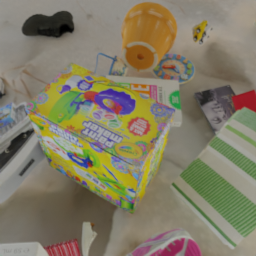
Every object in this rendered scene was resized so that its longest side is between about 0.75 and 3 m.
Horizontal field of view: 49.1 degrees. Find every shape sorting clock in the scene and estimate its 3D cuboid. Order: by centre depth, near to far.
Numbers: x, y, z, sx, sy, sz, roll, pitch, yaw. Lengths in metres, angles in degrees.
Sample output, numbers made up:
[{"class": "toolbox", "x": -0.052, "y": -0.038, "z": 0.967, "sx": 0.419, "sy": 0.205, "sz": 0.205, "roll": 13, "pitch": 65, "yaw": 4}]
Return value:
[{"class": "shape sorting clock", "x": 1.519, "y": -2.021, "z": 9.422, "sx": 1.475, "sy": 0.289, "sz": 1.475, "roll": 0, "pitch": 58, "yaw": 0}]

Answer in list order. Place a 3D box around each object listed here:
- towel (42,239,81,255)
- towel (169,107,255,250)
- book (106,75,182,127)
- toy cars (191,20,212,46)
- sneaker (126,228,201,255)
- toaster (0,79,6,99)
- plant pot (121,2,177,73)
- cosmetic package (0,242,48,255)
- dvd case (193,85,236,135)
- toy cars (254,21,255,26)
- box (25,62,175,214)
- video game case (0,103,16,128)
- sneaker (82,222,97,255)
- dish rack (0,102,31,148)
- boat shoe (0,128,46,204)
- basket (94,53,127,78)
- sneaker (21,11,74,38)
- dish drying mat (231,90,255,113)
[{"class": "towel", "x": -1.503, "y": 2.806, "z": 6.140, "sx": 0.884, "sy": 0.639, "sz": 0.099, "roll": -12, "pitch": 21, "yaw": -10}, {"class": "towel", "x": 2.573, "y": 1.041, "z": 6.537, "sx": 2.825, "sy": 0.331, "sz": 2.155, "roll": -48, "pitch": 48, "yaw": 2}, {"class": "book", "x": 0.421, "y": -0.792, "z": 8.552, "sx": 2.295, "sy": 0.551, "sz": 1.533, "roll": 3, "pitch": 59, "yaw": -3}, {"class": "toy cars", "x": 2.406, "y": -3.185, "z": 9.294, "sx": 0.356, "sy": 0.721, "sz": 1.607, "roll": 42, "pitch": 24, "yaw": 14}, {"class": "sneaker", "x": 0.555, "y": 2.859, "z": 6.032, "sx": 2.141, "sy": 0.944, "sz": 0.871, "roll": -27, "pitch": 88, "yaw": 11}, {"class": "toaster", "x": -4.303, "y": -1.238, "z": 8.804, "sx": 0.921, "sy": 0.523, "sz": 0.595, "roll": -7, "pitch": 56, "yaw": -4}, {"class": "plant pot", "x": 0.531, "y": -2.699, "z": 8.825, "sx": 1.804, "sy": 1.804, "sz": 1.652, "roll": 12, "pitch": 52, "yaw": 8}, {"class": "cosmetic package", "x": -2.813, "y": 3.567, "z": 4.537, "sx": 2.735, "sy": 1.687, "sz": 2.744, "roll": -4, "pitch": 49, "yaw": -1}, {"class": "dvd case", "x": 2.922, "y": -0.551, "z": 8.601, "sx": 1.259, "sy": 0.135, "sz": 1.693, "roll": -14, "pitch": 59, "yaw": -9}, {"class": "toy cars", "x": 5.129, "y": -3.447, "z": 10.163, "sx": 1.014, "sy": 0.501, "sz": 2.262, "roll": 12, "pitch": 52, "yaw": -37}, {"class": "box", "x": -0.590, "y": 0.327, "z": 6.591, "sx": 2.645, "sy": 2.548, "sz": 1.614, "roll": 27, "pitch": 59, "yaw": 15}, {"class": "video game case", "x": -3.333, "y": -0.270, "z": 7.342, "sx": 0.757, "sy": 0.172, "sz": 0.686, "roll": -26, "pitch": 42, "yaw": 4}, {"class": "sneaker", "x": -0.881, "y": 2.527, "z": 6.348, "sx": 0.324, "sy": 0.278, "sz": 0.765, "roll": 0, "pitch": 59, "yaw": -3}, {"class": "dish rack", "x": -3.250, "y": 0.087, "z": 7.430, "sx": 1.726, "sy": 0.376, "sz": 1.481, "roll": -39, "pitch": 31, "yaw": -7}, {"class": "boat shoe", "x": -2.796, "y": 0.581, "z": 7.447, "sx": 0.991, "sy": 1.046, "sz": 2.993, "roll": 31, "pitch": 71, "yaw": 17}, {"class": "basket", "x": -0.553, "y": -1.907, "z": 9.005, "sx": 1.017, "sy": 0.897, "sz": 0.707, "roll": 20, "pitch": 52, "yaw": 2}, {"class": "sneaker", "x": -2.893, "y": -3.673, "z": 10.226, "sx": 1.942, "sy": 0.737, "sz": 0.881, "roll": -19, "pitch": 66, "yaw": -9}, {"class": "dish drying mat", "x": 3.488, "y": -0.155, "z": 7.849, "sx": 0.666, "sy": 0.158, "sz": 1.733, "roll": -18, "pitch": 86, "yaw": 11}]
